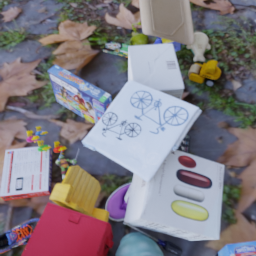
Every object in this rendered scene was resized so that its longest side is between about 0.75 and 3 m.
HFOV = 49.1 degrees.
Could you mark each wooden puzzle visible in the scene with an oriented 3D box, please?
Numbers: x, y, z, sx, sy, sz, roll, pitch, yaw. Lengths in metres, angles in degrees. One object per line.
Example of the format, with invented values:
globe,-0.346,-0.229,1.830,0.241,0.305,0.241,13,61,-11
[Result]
wooden puzzle,1.621,-4.865,12.054,2.623,0.488,2.427,0,79,-31

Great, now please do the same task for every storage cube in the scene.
storage cube,-1.578,3.396,7.579,2.065,1.765,1.856,16,59,10

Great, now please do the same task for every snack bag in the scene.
snack bag,0.354,-0.006,8.011,2.513,0.285,2.665,27,70,26

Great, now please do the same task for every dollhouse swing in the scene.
dollhouse swing,-1.236,1.969,8.426,1.581,1.437,1.390,44,59,-24

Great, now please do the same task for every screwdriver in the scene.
screwdriver,0.694,3.177,8.028,2.144,0.312,0.299,30,39,-15

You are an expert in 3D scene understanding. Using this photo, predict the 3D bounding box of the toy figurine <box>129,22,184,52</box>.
toy figurine,1.598,-3.957,12.486,2.700,1.424,1.618,-18,54,-16

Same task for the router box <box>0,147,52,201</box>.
router box,-3.448,1.520,9.612,1.551,0.422,1.728,-5,57,-4

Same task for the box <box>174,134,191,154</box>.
box,1.321,0.666,9.850,1.569,0.959,0.832,10,56,6

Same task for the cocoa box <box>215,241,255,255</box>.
cocoa box,3.034,3.719,7.611,0.891,1.336,0.876,-5,54,-2

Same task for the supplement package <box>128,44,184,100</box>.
supplement package,0.902,-1.467,10.445,1.705,2.318,2.217,-4,57,-2

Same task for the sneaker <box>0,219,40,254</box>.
sneaker,-3.300,3.238,8.290,1.699,0.666,0.640,-26,74,-14

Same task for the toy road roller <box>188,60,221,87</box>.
toy road roller,3.279,-2.442,11.907,1.286,0.939,0.790,19,59,12

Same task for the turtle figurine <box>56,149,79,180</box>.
turtle figurine,-2.095,1.258,9.577,0.937,0.675,0.909,-28,72,20

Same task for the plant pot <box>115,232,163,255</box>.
plant pot,0.270,3.568,7.794,1.464,1.464,0.981,-8,35,-5

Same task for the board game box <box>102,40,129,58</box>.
board game box,-0.431,-3.711,13.220,1.392,0.163,0.729,18,56,11

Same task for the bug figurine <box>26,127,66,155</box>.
bug figurine,-2.981,0.507,9.997,1.485,0.382,1.151,36,19,23

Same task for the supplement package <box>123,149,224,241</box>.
supplement package,1.319,1.929,8.138,2.233,1.642,2.135,18,64,-10

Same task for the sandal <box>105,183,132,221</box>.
sandal,0.436,2.084,9.110,2.620,0.644,1.066,-24,60,-15

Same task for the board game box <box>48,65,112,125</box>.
board game box,-1.760,-1.093,10.533,2.603,1.762,0.448,31,60,18

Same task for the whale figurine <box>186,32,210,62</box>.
whale figurine,3.226,-3.676,12.981,1.120,0.731,1.408,-1,81,-4
